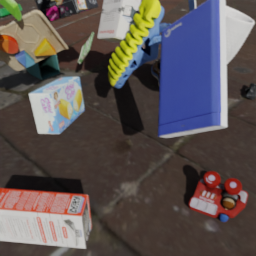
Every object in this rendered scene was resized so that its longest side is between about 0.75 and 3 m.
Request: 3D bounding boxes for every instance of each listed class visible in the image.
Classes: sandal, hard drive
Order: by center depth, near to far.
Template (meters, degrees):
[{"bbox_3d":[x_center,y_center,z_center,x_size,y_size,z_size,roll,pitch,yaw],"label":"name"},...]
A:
[{"bbox_3d":[1.294,-1.171,5.924,0.329,2.591,1.710,11,-14,-31],"label":"hard drive"},{"bbox_3d":[0.397,-2.361,8.609,1.290,2.964,1.178,17,37,-31],"label":"sandal"}]

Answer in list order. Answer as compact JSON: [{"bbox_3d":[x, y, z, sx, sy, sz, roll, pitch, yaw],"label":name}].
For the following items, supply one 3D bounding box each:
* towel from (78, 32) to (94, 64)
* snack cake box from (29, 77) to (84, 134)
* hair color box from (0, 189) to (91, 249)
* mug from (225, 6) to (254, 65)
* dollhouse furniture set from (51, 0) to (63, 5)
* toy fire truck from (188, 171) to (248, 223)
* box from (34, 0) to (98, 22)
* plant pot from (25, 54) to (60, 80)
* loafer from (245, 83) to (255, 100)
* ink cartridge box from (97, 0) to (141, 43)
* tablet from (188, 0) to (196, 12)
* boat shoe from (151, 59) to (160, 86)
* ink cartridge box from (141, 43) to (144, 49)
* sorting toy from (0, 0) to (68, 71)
[{"bbox_3d":[-1.767,-3.284,11.599,0.143,1.220,0.931,20,68,-21],"label":"towel"},{"bbox_3d":[-1.554,-0.566,6.394,0.523,0.896,1.558,0,23,13],"label":"snack cake box"},{"bbox_3d":[-1.851,1.948,6.037,1.986,1.101,0.635,4,35,5],"label":"hair color box"},{"bbox_3d":[2.314,-2.609,8.027,1.861,1.632,1.374,34,38,17],"label":"mug"},{"bbox_3d":[-2.148,-3.951,7.895,0.938,0.505,0.382,38,36,8],"label":"dollhouse furniture set"},{"bbox_3d":[2.213,1.737,6.863,1.229,0.689,1.032,17,62,24],"label":"toy fire truck"},{"bbox_3d":[-2.137,-4.394,9.377,1.884,1.245,1.081,3,30,39],"label":"box"},{"bbox_3d":[-4.328,-3.142,13.587,1.554,1.098,1.098,20,39,34],"label":"plant pot"},{"bbox_3d":[5.183,-1.585,11.854,0.408,0.395,1.163,18,41,11],"label":"loafer"},{"bbox_3d":[-0.298,-3.715,9.150,0.736,1.714,1.255,4,11,-36],"label":"ink cartridge box"},{"bbox_3d":[2.060,-3.946,8.990,0.061,0.579,0.889,-11,25,3],"label":"tablet"},{"bbox_3d":[1.691,-2.743,13.074,0.936,0.938,2.591,-5,35,-7],"label":"boat shoe"},{"bbox_3d":[0.187,-3.507,10.776,1.083,0.638,1.881,23,17,-50],"label":"ink cartridge box"},{"bbox_3d":[-3.232,-2.641,8.213,2.102,2.844,0.419,-20,71,6],"label":"sorting toy"}]
